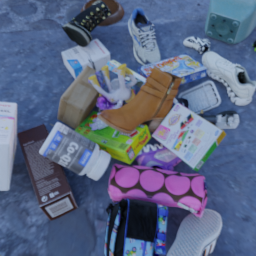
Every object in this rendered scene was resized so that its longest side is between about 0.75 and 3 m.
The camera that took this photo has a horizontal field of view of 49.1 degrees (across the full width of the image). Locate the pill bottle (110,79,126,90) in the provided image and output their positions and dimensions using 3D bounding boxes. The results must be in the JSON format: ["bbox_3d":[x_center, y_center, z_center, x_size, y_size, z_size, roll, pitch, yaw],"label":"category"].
[{"bbox_3d":[-0.372,-1.666,11.183,0.580,1.031,0.580,2,97,13],"label":"pill bottle"}]

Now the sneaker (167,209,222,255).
[{"bbox_3d":[1.786,3.339,7.714,1.059,1.072,2.701,12,27,34],"label":"sneaker"}]

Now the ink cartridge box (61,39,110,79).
[{"bbox_3d":[-1.833,-3.027,12.340,1.766,0.758,1.293,-26,58,-18],"label":"ink cartridge box"}]

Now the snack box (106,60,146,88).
[{"bbox_3d":[-0.046,-1.995,10.330,1.521,0.282,0.883,30,19,0],"label":"snack box"}]

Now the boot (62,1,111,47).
[{"bbox_3d":[-1.652,-4.639,12.198,2.169,1.037,2.872,-40,33,-5],"label":"boot"}]

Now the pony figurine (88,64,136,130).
[{"bbox_3d":[-0.464,-1.027,9.665,2.089,2.164,1.802,-16,34,19],"label":"pony figurine"}]

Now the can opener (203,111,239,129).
[{"bbox_3d":[3.087,-0.239,10.565,2.206,0.581,0.733,-4,25,-4],"label":"can opener"}]

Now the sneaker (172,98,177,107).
[{"bbox_3d":[0.925,-0.619,10.306,1.679,0.676,1.229,13,71,48],"label":"sneaker"}]

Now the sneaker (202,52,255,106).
[{"bbox_3d":[4.149,-2.277,11.458,1.071,1.155,2.849,-27,64,-16],"label":"sneaker"}]

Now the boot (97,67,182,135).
[{"bbox_3d":[0.468,-0.867,8.635,2.689,2.088,1.031,7,29,-38],"label":"boot"}]

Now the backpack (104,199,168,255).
[{"bbox_3d":[0.134,3.042,7.383,1.418,1.924,2.107,10,68,-12],"label":"backpack"}]

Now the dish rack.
[{"bbox_3d":[2.784,-1.062,10.928,1.477,0.321,1.267,-23,54,18],"label":"dish rack"}]

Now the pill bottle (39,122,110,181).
[{"bbox_3d":[-1.515,0.726,8.164,1.844,1.049,1.049,31,56,-13],"label":"pill bottle"}]

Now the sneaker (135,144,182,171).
[{"bbox_3d":[1.384,1.033,9.418,2.401,0.966,1.061,-12,61,-3],"label":"sneaker"}]

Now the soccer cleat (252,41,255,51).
[{"bbox_3d":[6.162,-4.052,13.348,0.437,0.364,1.079,0,54,16],"label":"soccer cleat"}]

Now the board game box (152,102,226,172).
[{"bbox_3d":[1.839,0.229,8.770,1.435,0.378,1.875,-53,52,4],"label":"board game box"}]

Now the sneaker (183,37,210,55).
[{"bbox_3d":[3.229,-3.794,13.044,1.258,0.502,0.818,9,46,-6],"label":"sneaker"}]

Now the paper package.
[{"bbox_3d":[-1.709,-1.076,10.315,0.938,1.729,1.814,32,60,-3],"label":"paper package"}]

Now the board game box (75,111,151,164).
[{"bbox_3d":[-0.619,0.262,9.579,2.489,0.593,1.264,16,53,37],"label":"board game box"}]

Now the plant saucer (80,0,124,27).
[{"bbox_3d":[-1.383,-6.271,14.895,2.375,0.409,2.375,0,54,0],"label":"plant saucer"}]

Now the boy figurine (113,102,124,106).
[{"bbox_3d":[-0.220,-0.351,10.616,0.866,0.449,1.393,-4,51,-21],"label":"boy figurine"}]

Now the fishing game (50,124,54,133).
[{"bbox_3d":[-2.484,0.349,9.815,0.706,0.986,0.153,24,42,18],"label":"fishing game"}]

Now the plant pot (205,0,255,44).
[{"bbox_3d":[4.905,-5.477,13.174,2.465,2.458,2.511,26,69,17],"label":"plant pot"}]

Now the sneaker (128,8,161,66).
[{"bbox_3d":[0.704,-4.050,12.549,1.144,1.265,2.970,-18,72,-12],"label":"sneaker"}]

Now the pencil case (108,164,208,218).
[{"bbox_3d":[0.834,1.855,8.350,2.933,1.331,1.374,4,39,14],"label":"pencil case"}]

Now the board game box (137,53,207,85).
[{"bbox_3d":[1.744,-2.255,11.318,2.306,0.397,1.561,-20,43,-14],"label":"board game box"}]

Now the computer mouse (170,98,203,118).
[{"bbox_3d":[1.919,-0.523,10.023,1.645,0.539,2.343,-20,33,39],"label":"computer mouse"}]

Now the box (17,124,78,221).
[{"bbox_3d":[-2.560,1.359,8.856,1.011,1.351,2.699,-24,59,-15],"label":"box"}]

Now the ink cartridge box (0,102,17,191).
[{"bbox_3d":[-4.485,0.371,8.713,1.780,1.734,2.770,3,31,-19],"label":"ink cartridge box"}]
